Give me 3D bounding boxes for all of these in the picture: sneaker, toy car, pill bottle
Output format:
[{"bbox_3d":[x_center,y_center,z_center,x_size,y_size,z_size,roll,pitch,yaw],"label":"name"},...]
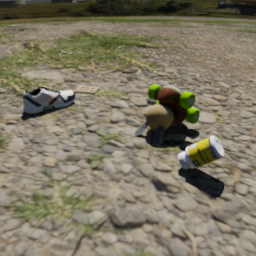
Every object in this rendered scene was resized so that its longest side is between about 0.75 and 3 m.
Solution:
[{"bbox_3d":[-3.920,-1.561,14.105,2.788,1.115,1.028,-19,33,-34],"label":"sneaker"},{"bbox_3d":[1.460,-0.370,11.888,2.037,1.957,2.480,20,63,38],"label":"toy car"},{"bbox_3d":[2.409,0.884,9.390,1.394,0.776,0.776,-29,14,31],"label":"pill bottle"}]

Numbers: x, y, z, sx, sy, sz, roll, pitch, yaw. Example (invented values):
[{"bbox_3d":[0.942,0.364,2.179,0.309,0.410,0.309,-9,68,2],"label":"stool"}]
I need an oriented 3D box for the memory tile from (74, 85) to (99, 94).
[{"bbox_3d":[-2.418,-2.245,16.372,1.313,0.110,1.006,7,29,13],"label":"memory tile"}]
